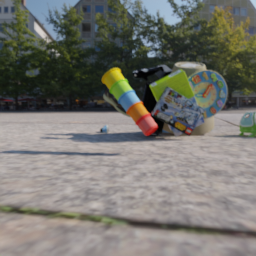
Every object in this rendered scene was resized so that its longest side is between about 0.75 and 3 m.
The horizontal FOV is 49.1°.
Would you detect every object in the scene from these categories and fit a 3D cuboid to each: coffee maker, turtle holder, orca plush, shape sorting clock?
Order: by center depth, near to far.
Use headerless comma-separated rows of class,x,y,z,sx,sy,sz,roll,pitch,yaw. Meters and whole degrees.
shape sorting clock,3.138,-1.340,11.556,2.059,2.059,0.404,-1,13,-7
orca plush,0.844,-2.222,11.761,1.363,0.484,0.717,-7,6,14
coffee maker,1.207,-0.839,11.766,1.344,1.995,1.917,5,18,-22
turtle holder,5.486,-0.160,12.075,1.151,1.075,1.514,1,4,2

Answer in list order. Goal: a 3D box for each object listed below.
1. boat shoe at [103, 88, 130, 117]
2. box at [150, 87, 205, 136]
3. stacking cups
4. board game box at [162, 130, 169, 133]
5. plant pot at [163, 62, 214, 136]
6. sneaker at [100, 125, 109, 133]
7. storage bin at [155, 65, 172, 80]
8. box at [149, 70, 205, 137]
boat shoe,-0.310,-1.210,12.898,2.049,0.673,0.732,36,39,23
box,1.897,-0.597,10.620,1.765,1.208,0.352,29,6,-17
stacking cups,0.051,-0.702,8.004,0.648,2.141,0.648,-31,-16,-10
board game box,2.859,-0.121,14.669,2.543,0.597,1.920,-4,6,-39
plant pot,2.737,-1.501,12.976,2.679,2.861,2.679,-2,24,1
sneaker,-1.212,0.056,14.000,0.421,0.367,0.936,-4,5,-8
storage bin,1.679,-2.665,13.558,0.917,0.667,0.616,-19,59,-46
box,1.955,-0.950,11.061,1.402,2.299,0.548,-27,20,3
